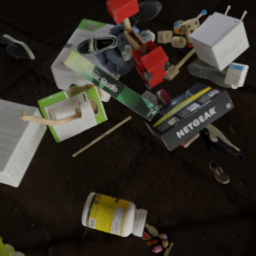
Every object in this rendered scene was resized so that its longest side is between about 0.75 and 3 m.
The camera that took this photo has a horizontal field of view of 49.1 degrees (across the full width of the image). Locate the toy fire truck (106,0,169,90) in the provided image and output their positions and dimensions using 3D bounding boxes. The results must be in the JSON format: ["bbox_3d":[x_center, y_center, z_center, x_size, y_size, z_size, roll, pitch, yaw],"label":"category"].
[{"bbox_3d":[0.319,-2.206,7.573,0.658,2.701,1.904,-32,83,1],"label":"toy fire truck"}]

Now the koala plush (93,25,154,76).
[{"bbox_3d":[-0.038,-2.575,9.084,1.540,1.596,1.737,-43,23,-32],"label":"koala plush"}]

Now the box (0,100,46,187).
[{"bbox_3d":[-4.014,0.422,8.984,1.787,1.248,2.347,13,59,8],"label":"box"}]

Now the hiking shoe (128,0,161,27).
[{"bbox_3d":[0.460,-3.428,8.042,1.385,0.524,0.697,1,54,50],"label":"hiking shoe"}]

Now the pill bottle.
[{"bbox_3d":[-0.366,2.473,7.878,1.683,0.946,0.946,13,59,7],"label":"pill bottle"}]

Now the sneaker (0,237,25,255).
[{"bbox_3d":[-3.354,3.652,7.392,1.857,0.703,0.975,31,78,22],"label":"sneaker"}]

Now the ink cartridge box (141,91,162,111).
[{"bbox_3d":[0.835,-0.766,10.216,1.012,0.419,0.737,37,63,19],"label":"ink cartridge box"}]

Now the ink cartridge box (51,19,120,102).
[{"bbox_3d":[-1.314,-2.690,10.959,2.136,1.233,2.936,16,59,10],"label":"ink cartridge box"}]

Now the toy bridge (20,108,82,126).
[{"bbox_3d":[-1.888,-0.270,6.974,1.509,0.205,0.507,-4,39,-25],"label":"toy bridge"}]

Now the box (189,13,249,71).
[{"bbox_3d":[3.062,-2.936,9.508,1.296,1.116,1.303,-41,44,1],"label":"box"}]

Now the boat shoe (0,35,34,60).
[{"bbox_3d":[-4.680,-3.251,11.650,2.004,0.748,0.624,30,68,23],"label":"boat shoe"}]

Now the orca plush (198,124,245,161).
[{"bbox_3d":[2.691,0.494,8.550,1.813,0.644,0.954,39,29,29],"label":"orca plush"}]

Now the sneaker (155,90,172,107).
[{"bbox_3d":[1.314,-0.864,9.847,0.410,1.111,0.486,-46,24,-17],"label":"sneaker"}]

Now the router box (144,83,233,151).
[{"bbox_3d":[1.797,-0.431,8.814,2.304,0.602,1.812,-34,21,-1],"label":"router box"}]

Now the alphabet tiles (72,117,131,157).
[{"bbox_3d":[-0.623,0.185,7.300,1.418,1.696,0.064,-35,92,-34],"label":"alphabet tiles"}]

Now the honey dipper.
[{"bbox_3d":[2.261,-2.745,11.151,2.098,0.398,0.398,-46,67,-6],"label":"honey dipper"}]

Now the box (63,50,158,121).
[{"bbox_3d":[-0.507,-1.312,8.586,2.854,2.060,0.519,31,97,-10],"label":"box"}]

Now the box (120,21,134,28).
[{"bbox_3d":[-0.053,-3.781,9.581,0.606,0.165,0.757,21,48,-17],"label":"box"}]

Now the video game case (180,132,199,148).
[{"bbox_3d":[1.750,-0.030,9.634,1.098,0.134,1.536,-38,45,-20],"label":"video game case"}]

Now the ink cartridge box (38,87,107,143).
[{"bbox_3d":[-1.784,-0.535,9.151,1.827,1.350,0.692,-25,34,-12],"label":"ink cartridge box"}]

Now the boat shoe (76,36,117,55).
[{"bbox_3d":[-1.000,-2.481,8.476,1.342,0.496,0.458,-3,19,15],"label":"boat shoe"}]

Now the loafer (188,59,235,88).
[{"bbox_3d":[3.427,-2.248,10.953,2.086,0.784,0.726,25,65,15],"label":"loafer"}]

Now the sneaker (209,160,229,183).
[{"bbox_3d":[2.656,1.287,8.275,0.304,0.323,0.788,-34,55,-2],"label":"sneaker"}]

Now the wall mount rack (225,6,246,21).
[{"bbox_3d":[4.729,-4.947,12.826,1.361,0.508,1.183,28,62,16],"label":"wall mount rack"}]

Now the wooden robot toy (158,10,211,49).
[{"bbox_3d":[2.385,-4.178,12.266,2.788,1.228,1.265,-29,27,-16],"label":"wooden robot toy"}]

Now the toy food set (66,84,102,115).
[{"bbox_3d":[-1.556,-0.779,9.549,1.529,1.544,0.376,2,32,19],"label":"toy food set"}]

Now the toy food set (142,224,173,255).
[{"bbox_3d":[0.771,3.176,7.903,0.936,0.147,0.595,28,62,17],"label":"toy food set"}]

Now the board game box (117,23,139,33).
[{"bbox_3d":[-0.126,-3.358,10.070,0.780,1.031,0.189,39,59,-2],"label":"board game box"}]

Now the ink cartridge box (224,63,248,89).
[{"bbox_3d":[3.834,-1.838,9.995,0.522,0.834,0.536,23,23,33],"label":"ink cartridge box"}]
